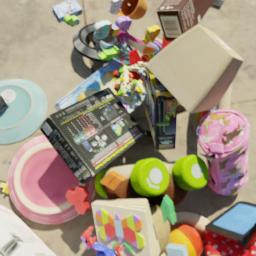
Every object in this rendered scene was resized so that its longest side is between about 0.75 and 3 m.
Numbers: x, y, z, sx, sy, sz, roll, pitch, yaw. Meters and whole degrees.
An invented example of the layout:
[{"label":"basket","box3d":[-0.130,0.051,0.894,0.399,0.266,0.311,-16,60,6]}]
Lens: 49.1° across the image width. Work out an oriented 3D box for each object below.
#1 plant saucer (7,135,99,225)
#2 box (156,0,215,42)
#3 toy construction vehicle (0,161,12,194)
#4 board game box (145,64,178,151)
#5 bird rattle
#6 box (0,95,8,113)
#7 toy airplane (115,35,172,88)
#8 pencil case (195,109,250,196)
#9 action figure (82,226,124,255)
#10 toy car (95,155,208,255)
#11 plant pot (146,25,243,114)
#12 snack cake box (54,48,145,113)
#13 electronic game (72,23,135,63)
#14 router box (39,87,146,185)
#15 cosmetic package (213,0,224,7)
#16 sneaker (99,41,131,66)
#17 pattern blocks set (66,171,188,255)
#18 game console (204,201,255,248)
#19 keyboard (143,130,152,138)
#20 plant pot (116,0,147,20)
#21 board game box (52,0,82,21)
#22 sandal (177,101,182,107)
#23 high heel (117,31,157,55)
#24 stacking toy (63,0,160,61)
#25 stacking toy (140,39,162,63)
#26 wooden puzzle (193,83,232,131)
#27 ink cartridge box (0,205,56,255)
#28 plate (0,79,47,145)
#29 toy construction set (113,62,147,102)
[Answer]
[{"label":"plant saucer","box3d":[-2.044,1.335,7.564,2.480,0.629,2.480,1,78,-3]},{"label":"box","box3d":[1.402,-2.886,6.579,0.637,0.851,1.699,15,61,35]},{"label":"toy construction vehicle","box3d":[-3.177,1.405,7.957,1.131,0.398,0.984,16,65,8]},{"label":"board game box","box3d":[0.798,-0.600,7.085,0.535,1.559,1.886,-6,32,-1]},{"label":"bird rattle","box3d":[1.633,2.944,6.680,2.835,1.597,2.311,-38,50,-17]},{"label":"box","box3d":[-4.110,-0.608,8.491,0.195,0.638,0.806,37,67,17]},{"label":"toy airplane","box3d":[0.880,-1.933,8.177,2.508,2.508,0.461,-22,39,-10]},{"label":"pencil case","box3d":[2.384,0.734,6.905,1.201,2.777,1.150,-24,53,7]},{"label":"action figure","box3d":[-0.220,2.606,5.481,0.460,0.582,1.778,-31,40,-28]},{"label":"toy car","box3d":[0.577,2.189,6.522,2.182,2.271,2.765,0,77,-30]},{"label":"plant pot","box3d":[1.553,-1.321,6.025,1.462,1.295,1.460,50,30,19]},{"label":"snack cake box","box3d":[-0.637,-0.893,8.382,2.715,0.912,1.561,-42,100,-16]},{"label":"electronic game","box3d":[-0.835,-3.045,9.888,2.238,0.466,2.238,5,49,-5]},{"label":"router box","box3d":[-0.765,0.095,6.789,1.611,0.668,2.150,52,44,3]},{"label":"cosmetic package","box3d":[3.694,-5.309,11.217,0.480,0.345,0.851,28,66,12]},{"label":"sneaker","box3d":[-0.267,-2.182,7.725,1.100,0.525,0.436,23,29,-21]},{"label":"pattern blocks set","box3d":[-0.129,2.051,5.743,0.216,2.663,2.341,-19,87,-54]},{"label":"game console","box3d":[2.860,1.864,6.504,1.738,1.498,1.032,-17,43,-38]},{"label":"keyboard","box3d":[0.411,0.167,8.355,1.433,0.910,0.148,5,95,1]},{"label":"plant pot","box3d":[0.146,-3.654,8.376,0.939,0.657,0.939,-1,89,38]},{"label":"board game box","box3d":[-2.386,-4.644,10.983,0.970,0.178,0.734,-26,67,-12]},{"label":"sandal","box3d":[1.468,-1.003,8.930,1.821,0.668,0.599,-13,23,-33]},{"label":"high heel","box3d":[0.316,-2.897,9.460,1.394,0.469,0.668,1,62,-17]},{"label":"stacking toy","box3d":[-0.373,-2.540,7.000,2.040,0.479,1.538,-33,70,-35]},{"label":"stacking toy","box3d":[0.739,-2.619,9.878,0.493,0.493,1.156,41,75,17]},{"label":"wooden puzzle","box3d":[2.307,-0.898,7.986,0.364,1.953,1.807,9,82,-7]},{"label":"ink cartridge box","box3d":[-2.520,3.034,6.185,2.977,2.173,1.255,35,70,17]},{"label":"plate","box3d":[-3.857,-0.637,8.993,2.444,0.312,2.444,0,65,1]},{"label":"toy construction set","box3d":[0.092,-1.241,7.301,0.902,0.634,1.376,-18,44,30]}]
